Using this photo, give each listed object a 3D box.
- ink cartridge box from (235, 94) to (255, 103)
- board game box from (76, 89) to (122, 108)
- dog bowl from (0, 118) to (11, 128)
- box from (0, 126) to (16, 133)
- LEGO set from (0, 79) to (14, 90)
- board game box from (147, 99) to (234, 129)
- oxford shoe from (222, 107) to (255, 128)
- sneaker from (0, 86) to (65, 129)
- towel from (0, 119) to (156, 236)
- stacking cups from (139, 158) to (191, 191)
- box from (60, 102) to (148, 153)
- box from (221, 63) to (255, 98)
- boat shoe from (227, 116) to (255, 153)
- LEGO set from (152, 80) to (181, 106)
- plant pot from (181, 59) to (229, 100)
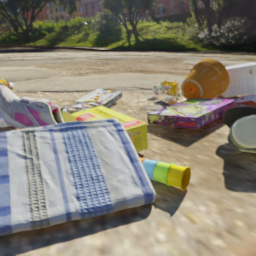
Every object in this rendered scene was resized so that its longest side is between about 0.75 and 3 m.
[{"bbox_3d":[5.308,-1.111,11.095,1.824,0.457,1.467,-11,10,33],"label":"ink cartridge box"},{"bbox_3d":[-1.061,-1.087,10.677,1.094,0.300,1.733,8,25,21],"label":"board game box"},{"bbox_3d":[-3.217,-0.293,7.671,1.599,0.469,1.599,-12,24,5],"label":"dog bowl"},{"bbox_3d":[-2.596,0.517,5.418,0.993,0.694,1.304,-9,20,-26],"label":"box"},{"bbox_3d":[-6.249,-1.799,12.827,1.000,0.809,2.175,36,16,-1],"label":"LEGO set"},{"bbox_3d":[2.055,-0.521,8.848,1.648,0.443,2.745,2,15,42],"label":"board game box"},{"bbox_3d":[3.450,-0.117,7.403,2.118,0.755,0.755,11,10,-4],"label":"oxford shoe"},{"bbox_3d":[-1.947,-0.295,6.019,2.016,0.889,0.820,39,9,-5],"label":"sneaker"},{"bbox_3d":[-1.085,0.658,4.562,2.725,0.324,2.001,-7,44,-22],"label":"towel"},{"bbox_3d":[0.413,0.739,5.151,1.422,0.430,0.430,13,22,33],"label":"stacking cups"},{"bbox_3d":[-0.721,-0.024,7.008,1.012,0.674,2.690,-17,25,-31],"label":"box"},{"bbox_3d":[4.774,-2.056,12.006,1.591,1.212,0.846,-8,16,6],"label":"box"},{"bbox_3d":[3.498,0.127,6.237,2.590,0.943,0.800,-3,-19,-2],"label":"boat shoe"},{"bbox_3d":[1.794,-1.342,11.470,0.953,0.771,2.071,-33,28,0],"label":"LEGO set"},{"bbox_3d":[2.946,-1.755,11.210,1.627,1.627,1.490,17,40,42],"label":"plant pot"}]
